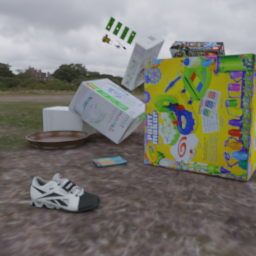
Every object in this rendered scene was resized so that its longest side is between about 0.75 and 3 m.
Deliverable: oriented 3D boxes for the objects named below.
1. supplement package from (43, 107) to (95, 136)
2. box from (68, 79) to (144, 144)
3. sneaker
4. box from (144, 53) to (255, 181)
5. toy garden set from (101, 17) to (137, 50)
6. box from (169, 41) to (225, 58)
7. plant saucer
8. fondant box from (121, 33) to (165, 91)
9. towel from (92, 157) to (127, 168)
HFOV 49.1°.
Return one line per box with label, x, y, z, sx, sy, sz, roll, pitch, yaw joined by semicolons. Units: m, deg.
supplement package;-2.638;-0.296;12.617;2.030;1.191;1.187;4;10;22
box;-0.690;-0.787;11.787;2.468;1.352;2.797;34;19;8
sneaker;-1.224;1.211;5.345;1.418;0.628;0.525;3;8;9
box;2.080;-0.415;7.828;2.867;2.977;1.816;6;11;32
toy garden set;-0.308;-2.692;8.257;0.896;0.747;0.179;26;3;-23
box;2.582;-1.829;9.798;1.732;2.536;0.478;15;58;38
plant saucer;-2.682;0.443;10.727;2.326;0.373;2.326;1;10;0
fondant box;0.571;-2.567;10.939;0.565;1.940;1.400;36;45;15
towel;-0.544;0.993;8.229;0.887;0.096;0.650;-4;9;-22
